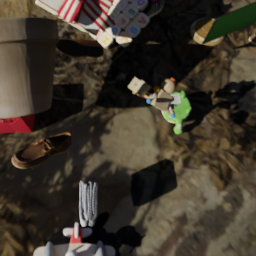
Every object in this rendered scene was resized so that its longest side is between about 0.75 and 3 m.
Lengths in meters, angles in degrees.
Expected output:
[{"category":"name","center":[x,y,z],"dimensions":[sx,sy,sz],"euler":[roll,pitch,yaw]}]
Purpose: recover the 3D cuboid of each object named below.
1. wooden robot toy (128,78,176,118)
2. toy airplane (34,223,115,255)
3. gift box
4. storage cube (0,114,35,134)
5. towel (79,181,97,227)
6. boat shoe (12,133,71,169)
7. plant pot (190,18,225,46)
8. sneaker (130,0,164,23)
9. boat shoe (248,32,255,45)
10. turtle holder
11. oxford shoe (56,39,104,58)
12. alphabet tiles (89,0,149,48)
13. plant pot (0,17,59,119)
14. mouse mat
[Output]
[{"category":"wooden robot toy","center":[0.901,-1.088,8.017],"dimensions":[0.951,2.096,0.923],"euler":[-55,42,10]},{"category":"toy airplane","center":[-1.520,3.616,8.033],"dimensions":[1.763,1.250,1.771],"euler":[42,69,16]},{"category":"gift box","center":[-1.461,-4.515,9.257],"dimensions":[2.527,2.359,2.331],"euler":[19,103,-26]},{"category":"storage cube","center":[-4.147,-0.669,9.998],"dimensions":[1.285,1.351,1.503],"euler":[-2,64,-1]},{"category":"towel","center":[-1.091,2.111,7.798],"dimensions":[0.482,0.933,1.127],"euler":[-1,64,-8]},{"category":"boat shoe","center":[-1.620,0.379,5.376],"dimensions":[0.456,0.428,1.266],"euler":[44,39,19]},{"category":"plant pot","center":[3.530,-4.300,12.331],"dimensions":[1.573,0.216,1.573],"euler":[0,66,0]},{"category":"sneaker","center":[0.908,-5.525,12.468],"dimensions":[0.837,0.992,2.268],"euler":[37,70,16]},{"category":"boat shoe","center":[5.980,-4.076,12.006],"dimensions":[1.624,0.601,0.600],"euler":[-28,68,-13]},{"category":"turtle holder","center":[1.781,-0.573,10.144],"dimensions":[1.039,0.971,1.368],"euler":[-34,73,-11]},{"category":"oxford shoe","center":[-1.687,-2.819,9.667],"dimensions":[1.652,0.589,0.589],"euler":[6,46,-18]},{"category":"alphabet tiles","center":[-0.456,-4.712,11.946],"dimensions":[2.647,0.193,2.589],"euler":[-46,68,5]},{"category":"plant pot","center":[-3.189,-1.624,7.883],"dimensions":[2.793,2.793,2.424],"euler":[-9,105,-4]},{"category":"mouse mat","center":[3.619,-3.531,9.204],"dimensions":[2.158,2.681,0.101],"euler":[-22,87,5]}]
